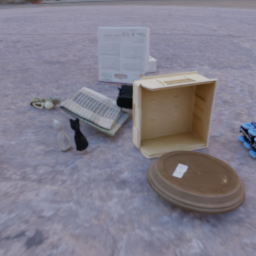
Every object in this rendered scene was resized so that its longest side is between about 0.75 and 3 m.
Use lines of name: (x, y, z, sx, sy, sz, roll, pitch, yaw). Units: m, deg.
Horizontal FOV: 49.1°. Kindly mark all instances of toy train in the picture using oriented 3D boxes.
toy train: (4.428, 0.406, 9.368, 1.020, 0.774, 1.785, 3, 29, -7)

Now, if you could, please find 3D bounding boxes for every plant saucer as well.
plant saucer: (1.866, 1.332, 7.741, 2.704, 0.398, 2.704, 4, 24, -2)

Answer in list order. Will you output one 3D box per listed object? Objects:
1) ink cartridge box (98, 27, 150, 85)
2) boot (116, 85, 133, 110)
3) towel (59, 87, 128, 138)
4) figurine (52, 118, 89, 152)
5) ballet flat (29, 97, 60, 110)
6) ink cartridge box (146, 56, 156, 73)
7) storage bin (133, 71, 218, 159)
ink cartridge box: (-0.264, -3.694, 14.377, 2.741, 2.791, 0.604, 10, 21, 24)
boot: (0.376, -1.204, 11.606, 1.856, 0.687, 1.521, 11, 26, 1)
towel: (-1.158, -0.720, 10.714, 2.305, 0.398, 2.220, 28, 29, 1)
figurine: (-1.936, 0.178, 9.180, 1.115, 1.088, 0.480, 0, 27, 25)
ballet flat: (-3.672, -1.050, 12.268, 1.449, 0.492, 0.546, 4, 52, 17)
ink cartridge box: (0.880, -3.918, 16.941, 1.182, 0.681, 1.620, -10, 31, -17)
storage bin: (1.427, -0.457, 9.155, 2.391, 2.408, 1.129, -10, 30, -16)
